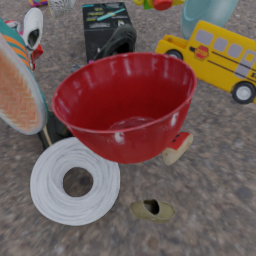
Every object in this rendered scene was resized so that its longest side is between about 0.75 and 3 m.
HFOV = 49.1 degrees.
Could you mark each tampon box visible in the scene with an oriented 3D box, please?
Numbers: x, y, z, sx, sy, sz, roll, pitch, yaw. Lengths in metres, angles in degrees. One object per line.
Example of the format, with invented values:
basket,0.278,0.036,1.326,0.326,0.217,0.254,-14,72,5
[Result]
tampon box,-0.896,-3.945,11.688,1.864,1.570,2.487,-6,45,-6

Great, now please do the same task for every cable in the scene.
cable,-1.222,1.237,6.675,2.064,0.714,2.064,-5,71,-8

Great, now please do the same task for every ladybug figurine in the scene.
ladybug figurine,1.126,0.422,6.458,0.361,0.682,1.005,43,58,5

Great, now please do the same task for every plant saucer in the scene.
plant saucer,2.282,-3.783,8.512,0.458,2.380,2.380,15,38,-28

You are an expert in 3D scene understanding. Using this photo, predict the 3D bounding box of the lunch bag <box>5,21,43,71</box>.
lunch bag,-3.226,-1.647,6.992,2.245,2.549,1.044,-29,96,-18

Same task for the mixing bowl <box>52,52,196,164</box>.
mixing bowl,0.016,-0.223,4.784,2.284,1.237,2.284,-8,38,6

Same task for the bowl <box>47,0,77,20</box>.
bowl,-2.256,-4.775,9.572,0.934,1.991,1.991,-8,46,-5

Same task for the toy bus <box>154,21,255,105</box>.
toy bus,1.926,-1.219,5.370,2.741,1.073,0.892,30,22,20

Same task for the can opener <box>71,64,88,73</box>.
can opener,-1.614,-2.267,10.995,1.235,0.330,0.413,6,78,5

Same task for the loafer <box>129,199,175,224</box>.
loafer,0.498,1.486,5.028,1.006,0.339,0.383,12,53,-35

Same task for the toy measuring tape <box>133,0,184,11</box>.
toy measuring tape,1.193,-3.297,6.591,2.207,0.812,0.812,-10,45,8

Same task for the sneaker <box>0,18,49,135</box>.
sneaker,-2.015,-1.080,4.854,0.881,2.469,0.987,-28,5,18

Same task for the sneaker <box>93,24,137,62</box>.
sneaker,-0.438,-1.638,7.116,0.710,1.857,1.064,28,42,-21

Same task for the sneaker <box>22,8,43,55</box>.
sneaker,-1.999,-2.077,5.994,0.406,0.419,1.147,-4,71,37

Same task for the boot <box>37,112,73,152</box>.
boot,-1.739,0.127,8.190,1.627,0.911,2.353,-14,48,-21

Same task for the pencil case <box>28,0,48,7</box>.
pencil case,-4.366,-7.628,15.711,2.608,1.152,1.152,-27,51,-24
